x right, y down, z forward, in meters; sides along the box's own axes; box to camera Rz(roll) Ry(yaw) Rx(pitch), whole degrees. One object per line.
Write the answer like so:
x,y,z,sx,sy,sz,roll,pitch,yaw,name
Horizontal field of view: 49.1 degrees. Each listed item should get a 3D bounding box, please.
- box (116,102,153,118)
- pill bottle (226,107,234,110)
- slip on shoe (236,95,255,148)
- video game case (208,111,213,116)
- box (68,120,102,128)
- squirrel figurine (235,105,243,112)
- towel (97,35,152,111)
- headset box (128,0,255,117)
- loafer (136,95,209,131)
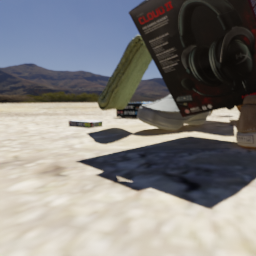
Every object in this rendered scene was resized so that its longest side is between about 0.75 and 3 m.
0.973,-0.759,11.625,2.017,0.584,2.537,3,7,29,box
4.412,-1.179,12.399,0.516,0.516,0.922,5,-24,38,pill bottle
3.021,-0.143,4.606,2.646,0.802,1.006,-2,1,-9,slip on shoe
2.935,-2.008,8.930,0.321,2.556,2.808,22,-11,24,video game case
-1.183,-0.118,7.724,0.859,0.149,0.473,4,8,36,box
4.209,-0.592,8.007,2.086,1.476,1.947,-13,13,16,squirrel figurine
0.003,-1.308,6.944,0.358,1.963,1.457,32,15,15,towel
1.383,-1.630,4.947,1.914,2.573,0.993,-11,30,41,headset box
1.259,-0.560,7.145,1.004,1.002,2.871,25,21,33,loafer
